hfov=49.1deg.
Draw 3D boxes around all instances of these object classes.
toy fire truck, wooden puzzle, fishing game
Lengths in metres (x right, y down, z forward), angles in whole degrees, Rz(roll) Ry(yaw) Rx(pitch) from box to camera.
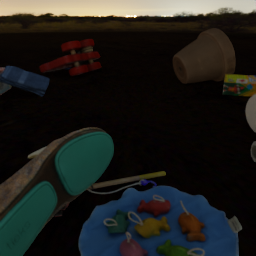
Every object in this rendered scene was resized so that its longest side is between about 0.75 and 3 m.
[{"bbox_3d":[-2.708,-3.260,13.576,2.176,1.453,2.591,-8,14,32],"label":"toy fire truck"},{"bbox_3d":[-1.161,1.141,4.445,0.475,0.056,0.801,3,23,7],"label":"wooden puzzle"},{"bbox_3d":[0.386,1.283,3.607,2.066,0.448,2.885,-7,22,-8],"label":"fishing game"}]

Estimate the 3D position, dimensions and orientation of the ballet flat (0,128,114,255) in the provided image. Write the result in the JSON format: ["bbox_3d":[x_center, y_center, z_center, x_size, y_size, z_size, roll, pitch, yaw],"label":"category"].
[{"bbox_3d":[-1.299,0.775,4.100,0.990,1.002,2.944,0,23,29],"label":"ballet flat"}]

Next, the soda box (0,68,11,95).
[{"bbox_3d":[-4.999,-1.436,9.650,0.889,0.827,2.601,0,22,0],"label":"soda box"}]

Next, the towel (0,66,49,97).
[{"bbox_3d":[-3.658,-1.693,9.995,1.584,0.385,0.885,17,40,-12],"label":"towel"}]

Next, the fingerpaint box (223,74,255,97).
[{"bbox_3d":[4.165,-1.591,10.443,1.143,0.503,1.370,6,24,17],"label":"fingerpaint box"}]

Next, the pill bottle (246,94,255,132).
[{"bbox_3d":[4.155,-0.602,6.753,2.533,1.422,1.422,-16,27,-22],"label":"pill bottle"}]

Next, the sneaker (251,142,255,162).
[{"bbox_3d":[2.797,0.585,5.494,0.466,0.365,0.938,2,31,-14],"label":"sneaker"}]

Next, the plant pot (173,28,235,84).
[{"bbox_3d":[2.991,-2.736,11.626,1.926,2.208,2.208,-24,27,-9],"label":"plant pot"}]
